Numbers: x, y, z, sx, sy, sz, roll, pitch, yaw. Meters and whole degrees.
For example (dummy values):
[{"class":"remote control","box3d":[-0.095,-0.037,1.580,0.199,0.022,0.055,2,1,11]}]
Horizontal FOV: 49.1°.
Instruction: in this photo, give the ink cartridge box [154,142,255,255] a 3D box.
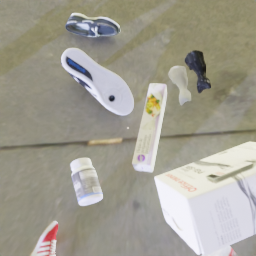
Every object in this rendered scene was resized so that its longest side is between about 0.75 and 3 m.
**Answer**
[{"class":"ink cartridge box","box3d":[2.103,1.242,5.743,2.628,1.929,1.089,-18,95,-11]}]

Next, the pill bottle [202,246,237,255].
[{"class":"pill bottle","box3d":[2.112,3.160,5.405,0.909,0.909,1.595,-36,78,-17]}]

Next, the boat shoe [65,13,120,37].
[{"class":"boat shoe","box3d":[-1.139,-3.169,8.928,1.804,0.682,0.544,15,62,21]}]

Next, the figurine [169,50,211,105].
[{"class":"figurine","box3d":[1.706,-1.327,7.734,0.504,1.170,1.142,3,65,-34]}]

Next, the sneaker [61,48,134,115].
[{"class":"sneaker","box3d":[-0.830,-1.311,7.857,2.312,1.293,0.845,42,89,-15]}]

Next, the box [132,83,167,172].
[{"class":"box","box3d":[0.600,-0.067,7.290,0.466,0.499,2.406,5,64,17]}]

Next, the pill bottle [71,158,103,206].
[{"class":"pill bottle","box3d":[-0.958,1.200,6.325,0.552,0.552,0.970,-17,65,-9]}]

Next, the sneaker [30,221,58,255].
[{"class":"sneaker","box3d":[-1.655,2.653,5.975,0.661,0.419,1.176,24,74,15]}]
